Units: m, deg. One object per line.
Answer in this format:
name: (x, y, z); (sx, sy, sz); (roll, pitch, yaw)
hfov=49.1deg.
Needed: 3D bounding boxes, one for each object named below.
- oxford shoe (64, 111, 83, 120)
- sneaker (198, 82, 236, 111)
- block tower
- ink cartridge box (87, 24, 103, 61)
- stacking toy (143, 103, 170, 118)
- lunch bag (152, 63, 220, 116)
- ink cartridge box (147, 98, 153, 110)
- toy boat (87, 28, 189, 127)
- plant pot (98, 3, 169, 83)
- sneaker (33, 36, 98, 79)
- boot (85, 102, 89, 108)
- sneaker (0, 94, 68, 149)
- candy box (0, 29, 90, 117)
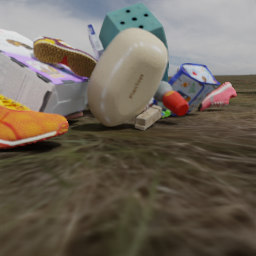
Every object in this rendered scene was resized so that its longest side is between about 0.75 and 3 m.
oxford shoe: (-2.297, -0.573, 7.800); (2.211, 0.816, 0.783); (-2, -2, -35)
sneaker: (3.606, -1.125, 11.191); (1.760, 0.763, 0.649); (-35, -17, -10)
block tower: (0.542, -0.279, 7.144); (0.272, 0.292, 1.009); (15, 31, 27)
ink cartridge box: (-0.935, -2.367, 8.298); (0.201, 0.987, 0.989); (-20, -21, -6)
stacking toy: (0.640, -0.776, 9.659); (1.821, 0.428, 1.373); (15, 11, 10)
lunch bag: (1.893, -1.290, 9.474); (1.916, 1.629, 1.187); (-4, 54, -46)
ink cartridge box: (0.109, -1.317, 11.884); (2.428, 1.022, 1.755); (-8, 13, -39)
toy boat: (0.295, -1.078, 7.222); (2.937, 2.469, 1.365); (17, 24, -40)
plant pot: (0.124, -2.505, 9.576); (2.040, 2.039, 2.887); (-24, -28, -15)
sneaker: (-1.432, -1.771, 6.737); (1.657, 0.621, 0.747); (19, 32, -28)
boot: (-2.010, -1.859, 10.537); (1.076, 1.398, 2.925); (-25, -34, 27)
sneaker: (-2.491, -0.217, 5.190); (2.869, 1.107, 1.047); (4, 9, 12)
candy box: (-2.618, -1.445, 7.047); (2.973, 1.063, 2.493); (31, 18, 8)
